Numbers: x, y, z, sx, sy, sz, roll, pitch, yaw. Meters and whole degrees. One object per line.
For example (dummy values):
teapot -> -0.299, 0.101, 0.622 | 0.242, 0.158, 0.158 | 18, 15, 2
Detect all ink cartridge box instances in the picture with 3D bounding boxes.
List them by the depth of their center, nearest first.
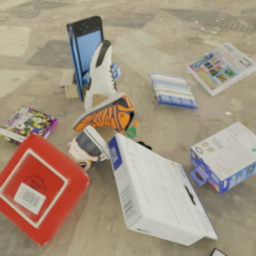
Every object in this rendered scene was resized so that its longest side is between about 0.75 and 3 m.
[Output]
ink cartridge box -> 0.819, 1.622, 7.287 | 2.715, 0.551, 2.709 | 28, 26, -31
ink cartridge box -> 2.889, 0.933, 8.381 | 2.165, 0.826, 1.477 | -26, 45, -10

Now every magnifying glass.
magnifying glass -> 0.189, 0.041, 10.137 | 0.369, 0.104, 0.928 | 25, 41, 2

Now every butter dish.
butter dish -> -2.119, 1.540, 7.382 | 2.109, 1.559, 2.103 | 34, 89, 14

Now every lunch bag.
lunch bag -> -1.124, -2.233, 12.019 | 1.192, 0.611, 1.483 | 33, 74, 29

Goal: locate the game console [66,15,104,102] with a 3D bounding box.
game console -> -1.544, -2.859, 11.518 | 2.334, 2.735, 1.618 | -30, 46, -28

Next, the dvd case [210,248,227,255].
dvd case -> 2.383, 3.588, 5.996 | 1.779, 0.156, 1.270 | 27, 48, 28

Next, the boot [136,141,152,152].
boot -> 0.196, 0.775, 8.757 | 1.032, 0.388, 0.772 | -31, 18, -6

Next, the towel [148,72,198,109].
towel -> 1.823, -1.577, 11.720 | 1.713, 0.278, 2.333 | 7, 38, -14

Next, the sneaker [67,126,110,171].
sneaker -> -1.143, 0.649, 8.064 | 0.990, 2.494, 0.978 | -43, 78, -7

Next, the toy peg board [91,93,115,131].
toy peg board -> -0.767, -0.600, 10.148 | 1.103, 1.098, 0.540 | 17, 12, 3

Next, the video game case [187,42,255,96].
video game case -> 4.111, -2.694, 12.543 | 2.195, 0.286, 2.411 | -31, 43, 7

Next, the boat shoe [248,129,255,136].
boat shoe -> 4.376, 0.404, 9.433 | 1.301, 0.408, 0.473 | 31, 87, 39

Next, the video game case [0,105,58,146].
video game case -> -3.517, -0.016, 9.892 | 1.470, 0.290, 1.622 | 22, 43, 4

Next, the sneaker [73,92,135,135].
sneaker -> -0.765, -0.173, 9.439 | 2.181, 1.222, 0.846 | -31, -5, 12

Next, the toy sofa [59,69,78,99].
toy sofa -> -2.496, -1.932, 12.093 | 0.738, 0.626, 1.512 | -4, 40, -3

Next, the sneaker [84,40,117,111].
sneaker -> -0.854, -1.832, 10.399 | 1.144, 2.860, 1.054 | 17, 35, 5
